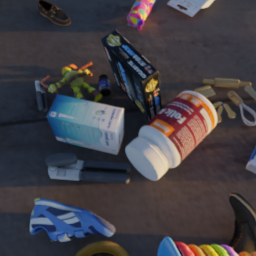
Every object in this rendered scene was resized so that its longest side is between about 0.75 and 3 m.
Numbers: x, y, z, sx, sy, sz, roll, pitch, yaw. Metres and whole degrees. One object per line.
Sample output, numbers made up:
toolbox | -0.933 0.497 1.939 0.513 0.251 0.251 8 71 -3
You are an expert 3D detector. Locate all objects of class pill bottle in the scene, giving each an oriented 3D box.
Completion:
pill bottle | 1.329 0.224 8.708 1.584 1.584 2.774 40 66 21
pill bottle | -0.891 -1.603 10.488 0.438 0.438 0.783 -7 60 -4

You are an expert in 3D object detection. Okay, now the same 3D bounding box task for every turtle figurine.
turtle figurine | -1.802 -1.681 10.270 2.327 0.749 1.876 -32 74 -36

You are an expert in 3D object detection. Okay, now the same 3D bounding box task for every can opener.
can opener | -1.229 1.244 8.567 2.569 0.859 0.685 3 60 2
can opener | -3.122 -1.247 10.236 0.455 0.363 1.362 -37 56 30

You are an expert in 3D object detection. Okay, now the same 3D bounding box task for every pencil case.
pencil case | 0.582 -5.262 12.460 0.842 0.842 1.906 18 63 10

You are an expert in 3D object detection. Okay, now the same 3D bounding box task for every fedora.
fedora | -0.679 3.780 7.180 1.704 0.695 1.704 -3 62 6

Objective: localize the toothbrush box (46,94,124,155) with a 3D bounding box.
toothbrush box | -1.268 -0.064 8.922 2.156 1.579 0.920 13 60 8

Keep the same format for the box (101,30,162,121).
box | 0.206 -1.580 9.145 0.607 2.637 2.096 -36 66 -7

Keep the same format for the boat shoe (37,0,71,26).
boat shoe | -3.342 -5.141 12.469 1.769 0.622 0.623 29 64 15

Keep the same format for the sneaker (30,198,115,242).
sneaker | -1.568 2.709 7.731 2.478 0.916 1.019 10 63 13

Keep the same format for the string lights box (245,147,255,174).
string lights box | 4.458 0.867 9.046 0.728 0.418 1.417 30 64 16

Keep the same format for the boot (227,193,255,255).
boot | 2.959 2.805 7.532 1.243 0.696 1.798 -30 84 -11

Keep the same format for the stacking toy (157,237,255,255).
stacking toy | 2.222 3.453 6.885 2.777 1.612 1.524 -6 21 -13

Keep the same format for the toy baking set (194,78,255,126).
toy baking set | 3.751 -0.962 10.074 2.719 0.316 2.087 2 57 8

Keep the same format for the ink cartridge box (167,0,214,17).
ink cartridge box | 2.973 -5.943 13.073 1.518 0.533 1.867 38 82 24
